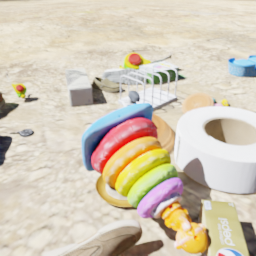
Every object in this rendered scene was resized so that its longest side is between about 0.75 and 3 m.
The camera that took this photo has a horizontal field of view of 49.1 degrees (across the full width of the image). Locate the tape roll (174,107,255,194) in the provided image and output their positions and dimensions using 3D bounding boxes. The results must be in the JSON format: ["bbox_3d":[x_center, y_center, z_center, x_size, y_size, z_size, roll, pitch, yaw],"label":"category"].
[{"bbox_3d":[2.678,0.457,7.544,2.839,0.993,2.839,0,31,0],"label":"tape roll"}]

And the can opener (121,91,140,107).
[{"bbox_3d":[0.188,-0.711,8.866,0.514,0.644,1.925,3,20,-12],"label":"can opener"}]

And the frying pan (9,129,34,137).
[{"bbox_3d":[-3.388,0.121,9.008,0.750,0.122,0.454,15,33,18],"label":"frying pan"}]

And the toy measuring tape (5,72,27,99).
[{"bbox_3d":[-4.336,-1.703,11.001,0.478,0.478,1.301,-25,76,-35],"label":"toy measuring tape"}]

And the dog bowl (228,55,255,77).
[{"bbox_3d":[6.064,-3.062,13.880,2.485,0.616,1.385,-13,33,-20],"label":"dog bowl"}]

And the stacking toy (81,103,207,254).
[{"bbox_3d":[0.458,1.073,5.332,1.677,1.585,2.889,-26,58,-22],"label":"stacking toy"}]

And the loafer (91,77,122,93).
[{"bbox_3d":[-0.937,-1.859,11.967,1.434,0.484,0.545,11,32,18],"label":"loafer"}]

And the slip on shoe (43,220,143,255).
[{"bbox_3d":[-0.570,2.216,4.836,1.893,0.720,0.573,-14,28,-17],"label":"slip on shoe"}]

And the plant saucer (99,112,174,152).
[{"bbox_3d":[0.079,0.103,8.629,2.703,0.506,2.703,0,32,0],"label":"plant saucer"}]

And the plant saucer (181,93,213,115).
[{"bbox_3d":[2.453,-0.815,9.973,1.121,0.181,1.121,-14,50,17],"label":"plant saucer"}]

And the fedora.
[{"bbox_3d":[0.007,1.114,6.691,1.668,0.680,1.668,-2,32,1],"label":"fedora"}]

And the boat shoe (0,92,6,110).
[{"bbox_3d":[-5.332,-0.754,9.658,0.977,0.926,2.580,7,31,11],"label":"boat shoe"}]

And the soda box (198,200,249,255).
[{"bbox_3d":[1.649,2.235,4.835,0.657,0.695,2.054,4,30,7],"label":"soda box"}]

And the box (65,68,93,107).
[{"bbox_3d":[-2.041,-1.709,11.439,0.918,0.764,2.234,-8,32,-13],"label":"box"}]

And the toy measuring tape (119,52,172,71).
[{"bbox_3d":[0.738,-3.327,13.603,2.884,1.061,1.061,-26,37,-15],"label":"toy measuring tape"}]

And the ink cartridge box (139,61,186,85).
[{"bbox_3d":[1.659,-2.645,13.166,2.084,0.618,1.082,-16,34,-25],"label":"ink cartridge box"}]

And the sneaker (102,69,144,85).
[{"bbox_3d":[-0.192,-2.399,12.722,1.950,0.745,0.785,6,22,7],"label":"sneaker"}]

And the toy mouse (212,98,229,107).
[{"bbox_3d":[3.336,-0.921,10.640,1.014,0.221,1.141,1,31,2],"label":"toy mouse"}]

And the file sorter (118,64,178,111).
[{"bbox_3d":[0.781,-1.560,10.743,1.979,1.232,1.373,-26,39,-36],"label":"file sorter"}]
